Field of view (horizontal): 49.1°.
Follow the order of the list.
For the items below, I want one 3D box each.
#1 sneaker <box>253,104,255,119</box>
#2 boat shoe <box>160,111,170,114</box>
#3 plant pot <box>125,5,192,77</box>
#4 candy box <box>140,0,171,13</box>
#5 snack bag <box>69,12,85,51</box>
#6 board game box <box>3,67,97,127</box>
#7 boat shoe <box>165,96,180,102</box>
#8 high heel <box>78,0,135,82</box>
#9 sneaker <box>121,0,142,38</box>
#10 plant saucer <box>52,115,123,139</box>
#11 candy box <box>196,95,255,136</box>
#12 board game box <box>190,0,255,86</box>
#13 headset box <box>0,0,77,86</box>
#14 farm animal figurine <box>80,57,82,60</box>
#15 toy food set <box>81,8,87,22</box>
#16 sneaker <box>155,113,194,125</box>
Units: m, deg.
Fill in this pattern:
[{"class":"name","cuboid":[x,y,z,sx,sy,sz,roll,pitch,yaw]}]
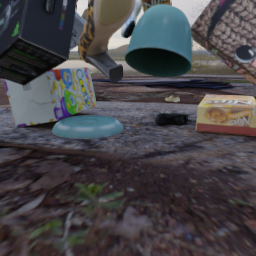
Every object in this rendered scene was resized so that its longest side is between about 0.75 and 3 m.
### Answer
[{"class":"sneaker","cuboid":[4.589,-0.214,7.130,2.621,0.965,1.546,20,26,21]},{"class":"boat shoe","cuboid":[1.240,-0.450,9.983,0.240,0.282,0.842,-7,4,29]},{"class":"plant pot","cuboid":[1.019,-2.697,8.570,2.011,1.614,2.011,10,-10,2]},{"class":"candy box","cuboid":[0.992,-4.511,9.980,1.022,0.490,1.770,-10,-18,12]},{"class":"snack bag","cuboid":[-2.559,-3.189,8.328,2.634,0.282,2.483,-13,-39,39]},{"class":"board game box","cuboid":[-2.475,-1.168,9.693,1.569,1.541,2.992,-8,11,19]},{"class":"boat shoe","cuboid":[2.262,-1.492,14.213,0.863,0.287,0.319,12,18,41]},{"class":"high heel","cuboid":[-0.581,-2.074,4.988,0.781,2.188,1.560,-16,40,-26]},{"class":"sneaker","cuboid":[0.001,-3.535,9.067,0.594,1.638,0.589,12,-28,8]},{"class":"plant saucer","cuboid":[-1.199,-0.087,8.387,2.122,0.291,2.122,-1,14,0]},{"class":"candy box","cuboid":[3.192,-0.505,8.969,1.651,0.791,2.860,5,14,19]},{"class":"board game box","cuboid":[2.719,-2.051,5.843,2.191,1.747,1.061,39,15,9]},{"class":"headset box","cuboid":[-2.218,-2.373,6.459,1.117,2.097,2.408,18,-19,-40]},{"class":"farm animal figurine","cuboid":[-1.875,-3.445,11.777,0.511,0.981,0.970,-2,-20,-40]},{"class":"toy food set","cuboid":[-2.431,-3.553,8.387,2.613,0.524,1.804,31,-32,-13]},{"class":"sneaker","cuboid":[1.498,-0.297,9.005,0.675,0.389,1.294,6,11,44]}]
